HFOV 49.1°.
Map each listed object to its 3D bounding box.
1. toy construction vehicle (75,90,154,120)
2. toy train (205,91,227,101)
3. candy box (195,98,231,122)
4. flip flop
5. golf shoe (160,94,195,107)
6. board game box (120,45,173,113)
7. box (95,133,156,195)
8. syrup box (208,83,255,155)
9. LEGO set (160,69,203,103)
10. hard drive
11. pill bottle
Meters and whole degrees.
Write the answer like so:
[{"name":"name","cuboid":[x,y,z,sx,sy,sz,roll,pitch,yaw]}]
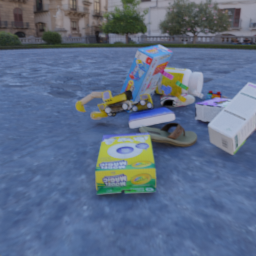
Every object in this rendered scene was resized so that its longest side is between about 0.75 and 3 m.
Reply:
[{"name":"toy construction vehicle","cuboid":[-0.440,-0.946,10.592,2.504,0.882,2.180,-11,-2,16]},{"name":"toy train","cuboid":[4.641,-1.538,14.526,1.183,0.501,0.685,11,34,27]},{"name":"candy box","cuboid":[4.096,-0.670,11.367,1.749,0.746,2.085,-16,19,-41]},{"name":"flip flop","cuboid":[1.407,0.128,9.332,2.215,0.638,0.898,9,19,-23]},{"name":"golf shoe","cuboid":[2.408,-1.250,13.624,1.690,0.614,0.778,-3,35,4]},{"name":"board game box","cuboid":[0.806,-2.405,13.367,0.795,2.784,2.843,31,29,13]},{"name":"box","cuboid":[-0.064,0.908,7.566,1.505,0.621,2.566,-3,24,1]},{"name":"syrup box","cuboid":[3.610,-0.336,8.908,2.262,0.891,0.921,-42,48,-16]},{"name":"LEGO set","cuboid":[2.330,-1.671,12.747,2.287,0.872,0.939,29,14,-9]},{"name":"hard drive","cuboid":[0.815,-0.418,10.592,1.559,0.300,2.363,-11,8,2]},{"name":"pill bottle","cuboid":[2.681,-2.541,15.607,2.681,1.532,1.532,11,23,24]}]
